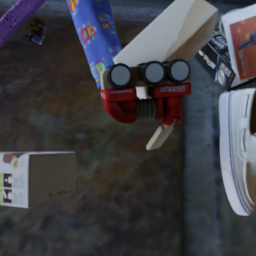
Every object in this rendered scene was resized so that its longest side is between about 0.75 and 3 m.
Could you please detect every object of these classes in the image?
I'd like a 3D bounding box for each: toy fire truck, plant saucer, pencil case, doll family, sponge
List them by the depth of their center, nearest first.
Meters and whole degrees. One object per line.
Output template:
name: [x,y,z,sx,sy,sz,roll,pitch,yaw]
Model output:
toy fire truck: [0.361,-0.363,5.963,1.777,1.299,2.018,-6,101,-10]
pencil case: [-0.788,-2.647,8.137,1.294,1.162,2.979,-16,86,-55]
sponge: [-3.234,-3.538,8.544,0.422,1.578,2.829,43,69,-24]
doll family: [-2.896,-3.030,8.783,0.497,0.338,0.860,17,71,-36]
plant saucer: [3.543,-3.351,9.019,1.146,1.146,0.288,12,56,8]

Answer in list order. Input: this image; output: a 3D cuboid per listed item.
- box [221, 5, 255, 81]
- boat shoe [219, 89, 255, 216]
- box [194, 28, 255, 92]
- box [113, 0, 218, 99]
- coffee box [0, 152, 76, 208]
box: [3.636,-2.343,7.127,2.040,1.553,1.085,-15,28,17]
boat shoe: [2.453,0.405,5.655,0.912,0.926,2.612,-13,63,39]
box: [4.332,-2.875,10.790,2.708,1.166,2.218,-22,59,-14]
box: [0.947,-2.009,7.055,1.011,1.235,2.601,42,83,17]
coffee box: [-1.792,0.719,4.257,1.764,0.997,0.704,-3,85,26]
